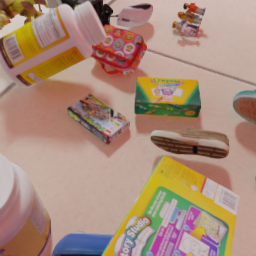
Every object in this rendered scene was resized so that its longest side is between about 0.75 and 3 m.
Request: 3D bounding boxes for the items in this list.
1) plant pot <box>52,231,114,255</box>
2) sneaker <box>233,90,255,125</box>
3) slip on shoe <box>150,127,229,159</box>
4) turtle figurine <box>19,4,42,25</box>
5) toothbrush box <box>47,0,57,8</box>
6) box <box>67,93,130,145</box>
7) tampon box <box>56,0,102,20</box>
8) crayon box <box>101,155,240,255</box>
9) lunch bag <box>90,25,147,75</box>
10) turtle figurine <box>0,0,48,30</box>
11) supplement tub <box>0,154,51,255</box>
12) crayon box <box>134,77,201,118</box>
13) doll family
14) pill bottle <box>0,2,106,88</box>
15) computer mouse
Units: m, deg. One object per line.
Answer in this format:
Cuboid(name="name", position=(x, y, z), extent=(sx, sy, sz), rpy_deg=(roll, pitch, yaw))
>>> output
Cuboid(name="plant pot", position=(-0.212, 2.821, 3.995), extent=(2.296, 2.296, 2.064), rpy_deg=(8, 45, -12))
Cuboid(name="sneaker", position=(4.241, -0.663, 7.809), extent=(2.729, 0.974, 1.090), rpy_deg=(13, 51, 0))
Cuboid(name="slip on shoe", position=(1.518, 0.273, 6.930), extent=(1.892, 0.719, 0.573), rpy_deg=(7, 55, 16))
Cuboid(name="turtle figurine", position=(-3.772, -4.135, 9.824), extent=(1.928, 0.770, 2.390), rpy_deg=(12, 66, -43))
Cuboid(name="toothbrush box", position=(-2.230, -6.390, 12.146), extent=(2.057, 1.198, 2.809), rpy_deg=(3, 52, 3))
Cuboid(name="box", position=(-0.836, -0.295, 7.857), extent=(1.621, 0.281, 0.892), rpy_deg=(34, 58, 25))
Cuboid(name="tampon box", position=(-1.824, -4.413, 10.617), extent=(1.511, 1.133, 0.954), rpy_deg=(30, 57, 22))
Cuboid(name="crayon box", position=(0.599, 1.445, 3.715), extent=(1.345, 0.660, 2.265), rpy_deg=(28, 36, 12))
Cuboid(name="lunch bag", position=(-0.384, -2.481, 9.217), extent=(1.687, 0.691, 1.486), rpy_deg=(26, 86, 23))
Cuboid(name="turtle figurine", position=(-3.516, -3.573, 8.409), extent=(2.079, 0.830, 2.578), rpy_deg=(-28, 27, -6))
Cuboid(name="supplement tub", position=(-2.430, 1.606, 5.070), extent=(1.677, 2.306, 1.677), rpy_deg=(0, 51, 0))
Cuboid(name="crayon box", position=(1.123, -0.907, 8.161), extent=(1.823, 0.531, 1.083), rpy_deg=(3, 51, 3))
Cuboid(name="doll family", position=(2.244, -4.008, 10.705), extent=(1.009, 0.732, 1.625), rpy_deg=(19, 71, 6))
Cuboid(name="pill bottle", position=(-2.185, -2.477, 8.228), extent=(2.948, 1.610, 1.610), rpy_deg=(-24, 53, 8))
Cuboid(name="computer mouse", position=(0.033, -4.107, 10.414), extent=(2.361, 1.294, 0.518), rpy_deg=(-20, 68, -25))
